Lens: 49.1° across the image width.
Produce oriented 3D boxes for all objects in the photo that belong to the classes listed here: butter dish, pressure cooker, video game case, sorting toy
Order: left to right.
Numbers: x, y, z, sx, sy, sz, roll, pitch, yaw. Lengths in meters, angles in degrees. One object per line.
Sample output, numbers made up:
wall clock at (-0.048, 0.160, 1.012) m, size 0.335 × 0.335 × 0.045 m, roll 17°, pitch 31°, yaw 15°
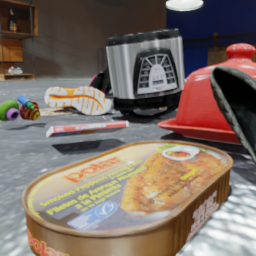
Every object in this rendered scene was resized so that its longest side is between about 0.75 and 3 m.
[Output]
sorting toy at (-2.929, -0.449, 7.838) m, size 0.539 × 0.789 × 1.313 m, roll 34°, pitch 23°, yaw 20°
video game case at (-0.884, 0.042, 5.865) m, size 1.519 × 0.133 × 1.086 m, roll -5°, pitch -5°, yaw -21°
pressure cooker at (0.640, -1.645, 9.008) m, size 2.433 × 2.766 × 2.471 m, roll 7°, pitch 22°, yaw 37°
butter dish at (2.573, -0.852, 6.623) m, size 2.933 × 2.168 × 2.925 m, roll 8°, pitch 13°, yaw 37°

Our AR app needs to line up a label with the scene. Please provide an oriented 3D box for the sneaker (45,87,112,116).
sneaker at (-1.793, -1.039, 10.587) m, size 2.563 × 1.003 × 0.990 m, roll 12°, pitch -1°, yaw 13°

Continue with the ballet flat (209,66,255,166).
ballet flat at (1.835, 0.083, 3.753) m, size 0.738 × 0.863 × 2.596 m, roll 23°, pitch 29°, yaw -40°

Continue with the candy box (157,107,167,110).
candy box at (1.628, -1.377, 12.214) m, size 0.470 × 0.971 × 1.664 m, roll 9°, pitch 15°, yaw 36°

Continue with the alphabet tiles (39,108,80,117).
alphabet tiles at (-2.718, -0.638, 10.909) m, size 1.845 × 0.070 × 1.542 m, roll -7°, pitch 13°, yaw -27°

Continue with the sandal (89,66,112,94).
sandal at (-1.120, -1.786, 11.451) m, size 0.629 × 1.048 × 2.790 m, roll -16°, pitch -16°, yaw -40°

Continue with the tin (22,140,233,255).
tin at (0.169, 0.714, 3.386) m, size 1.636 × 0.612 × 2.922 m, roll 14°, pitch 18°, yaw 35°
